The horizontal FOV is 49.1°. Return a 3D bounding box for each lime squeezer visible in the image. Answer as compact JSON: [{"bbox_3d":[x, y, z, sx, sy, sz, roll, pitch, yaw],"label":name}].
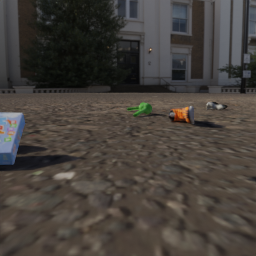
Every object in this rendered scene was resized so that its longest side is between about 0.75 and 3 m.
[{"bbox_3d":[0.591,-0.818,13.106,0.983,0.525,2.784,-31,12,0],"label":"lime squeezer"}]

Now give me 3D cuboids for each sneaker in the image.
[{"bbox_3d":[1.878,-0.417,9.921,0.895,0.620,1.598,-2,-2,12],"label":"sneaker"}]

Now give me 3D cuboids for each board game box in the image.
[{"bbox_3d":[-2.841,0.179,5.028,1.682,0.308,1.272,-1,35,-10],"label":"board game box"}]

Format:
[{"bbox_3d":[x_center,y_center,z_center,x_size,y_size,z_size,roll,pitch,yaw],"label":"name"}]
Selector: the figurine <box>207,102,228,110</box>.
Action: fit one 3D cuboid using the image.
[{"bbox_3d":[4.885,-1.181,15.334,0.921,0.406,0.944,11,14,33],"label":"figurine"}]
